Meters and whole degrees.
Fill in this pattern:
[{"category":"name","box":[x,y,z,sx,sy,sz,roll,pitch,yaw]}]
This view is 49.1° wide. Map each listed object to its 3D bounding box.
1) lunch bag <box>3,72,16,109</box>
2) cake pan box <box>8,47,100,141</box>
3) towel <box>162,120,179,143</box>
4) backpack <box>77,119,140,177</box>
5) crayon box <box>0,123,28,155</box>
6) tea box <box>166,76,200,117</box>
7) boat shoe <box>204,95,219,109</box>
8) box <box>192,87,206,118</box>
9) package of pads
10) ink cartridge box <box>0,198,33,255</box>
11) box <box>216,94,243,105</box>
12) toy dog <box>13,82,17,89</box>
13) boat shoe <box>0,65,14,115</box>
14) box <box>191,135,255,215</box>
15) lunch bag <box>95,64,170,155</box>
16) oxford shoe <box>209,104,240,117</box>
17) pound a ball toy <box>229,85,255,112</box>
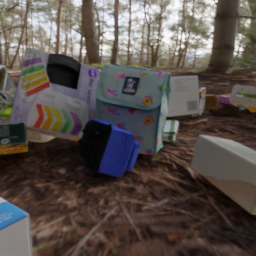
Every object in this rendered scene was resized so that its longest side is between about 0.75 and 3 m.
[{"category":"lunch bag","box":[-5.106,-0.755,9.259,2.409,1.417,1.976,-25,4,26]},{"category":"cake pan box","box":[-1.938,-0.891,7.694,2.115,2.296,0.601,15,-21,-23]},{"category":"towel","box":[0.378,0.063,9.002,2.406,0.369,1.795,1,13,12]},{"category":"backpack","box":[-0.480,0.444,6.169,1.096,1.062,1.307,24,-3,-37]},{"category":"crayon box","box":[-3.016,0.340,6.597,1.226,0.491,1.931,-6,-8,-19]},{"category":"tea box","box":[1.166,-1.076,10.308,2.066,1.381,2.033,-6,4,-24]},{"category":"boat shoe","box":[2.931,-1.274,12.947,2.380,0.843,0.825,6,11,-15]},{"category":"box","box":[2.991,-1.105,11.766,0.306,1.050,1.534,7,17,21]},{"category":"package of pads","box":[-2.799,-0.287,9.088,1.992,0.879,2.579,4,17,20]},{"category":"ink cartridge box","box":[-2.292,1.309,3.254,1.948,0.815,1.413,12,20,35]},{"category":"box","box":[5.633,-1.427,14.245,1.283,0.367,1.876,-13,20,-39]},{"category":"toy dog","box":[-4.780,-1.663,13.532,2.319,1.117,1.529,-7,26,-18]},{"category":"boat shoe","box":[-3.702,-0.778,7.747,1.028,0.891,2.412,-6,57,1]},{"category":"box","box":[2.030,0.772,5.085,0.909,0.744,1.914,9,11,-17]},{"category":"lunch bag","box":[0.110,-0.526,7.304,1.823,2.140,1.305,10,16,17]},{"category":"oxford shoe","box":[3.972,-0.770,11.582,1.223,0.516,0.444,3,17,15]},{"category":"pound a ball toy","box":[5.859,-1.039,12.164,1.562,1.018,2.396,21,1,-35]}]
